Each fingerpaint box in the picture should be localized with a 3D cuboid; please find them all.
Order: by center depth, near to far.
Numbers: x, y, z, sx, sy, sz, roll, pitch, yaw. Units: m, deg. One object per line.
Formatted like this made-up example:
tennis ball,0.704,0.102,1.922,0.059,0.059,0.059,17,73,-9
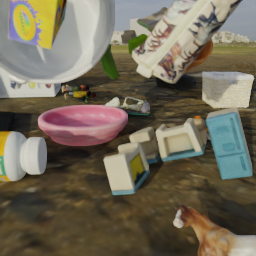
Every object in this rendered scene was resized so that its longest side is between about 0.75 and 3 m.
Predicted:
fingerpaint box,-1.141,-2.218,3.917,0.631,1.720,1.435,11,36,-12

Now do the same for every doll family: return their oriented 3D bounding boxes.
doll family,-2.001,-1.497,11.754,1.133,0.769,1.961,-5,15,1

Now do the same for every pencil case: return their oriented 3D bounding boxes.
pencil case,1.270,-2.105,5.257,1.104,2.839,1.270,46,23,13

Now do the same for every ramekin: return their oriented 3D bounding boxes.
ramekin,-1.709,-2.328,6.007,2.734,2.734,1.435,-3,11,-9

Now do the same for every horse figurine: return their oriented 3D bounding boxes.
horse figurine,1.334,1.457,3.022,1.856,0.463,1.230,6,19,17

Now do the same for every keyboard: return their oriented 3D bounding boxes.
keyboard,-4.153,-0.021,7.857,1.639,0.350,2.730,1,16,-17

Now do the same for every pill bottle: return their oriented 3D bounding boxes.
pill bottle,-2.398,0.527,5.164,1.627,0.917,0.917,0,18,-3

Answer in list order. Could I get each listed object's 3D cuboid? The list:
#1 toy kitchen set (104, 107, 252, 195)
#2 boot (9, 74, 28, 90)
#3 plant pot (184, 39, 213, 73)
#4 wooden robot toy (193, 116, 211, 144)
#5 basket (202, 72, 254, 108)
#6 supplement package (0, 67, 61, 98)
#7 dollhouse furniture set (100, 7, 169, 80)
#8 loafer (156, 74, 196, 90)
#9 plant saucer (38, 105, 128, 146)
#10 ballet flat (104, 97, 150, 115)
toy kitchen set,0.961,0.649,4.982,2.119,1.248,1.698,-14,11,26
boot,-3.010,-1.226,7.726,0.312,0.387,0.857,-15,28,-40
plant pot,1.298,-1.927,6.920,1.279,1.279,0.895,-6,-19,-17
wooden robot toy,1.559,0.068,6.851,1.664,0.755,0.733,-14,23,-37
basket,3.834,-1.560,11.090,1.531,1.242,1.544,-1,19,-3
supplement package,-4.847,-2.446,13.182,2.944,1.633,2.293,-3,18,-6
dollhouse furniture set,0.498,-2.722,9.080,2.893,1.117,1.446,-28,42,-11
loafer,2.528,-2.487,14.540,0.897,0.868,2.556,-23,24,-32
plant saucer,-1.184,-0.089,7.594,2.360,0.598,2.360,-1,18,0
ballet flat,-0.192,-0.733,9.503,1.886,0.678,0.678,-2,18,-5
